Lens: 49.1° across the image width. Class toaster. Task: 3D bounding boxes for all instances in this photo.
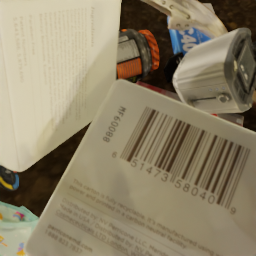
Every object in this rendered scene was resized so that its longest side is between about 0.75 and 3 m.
[{"bbox_3d":[1.922,-1.204,5.991,1.394,1.227,2.159,-7,40,42],"label":"toaster"}]

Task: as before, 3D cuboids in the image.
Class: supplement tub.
[{"bbox_3d":[-0.425,-1.766,7.447,2.286,1.400,1.400,-20,61,-13],"label":"supplement tub"}]

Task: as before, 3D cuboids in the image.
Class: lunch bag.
[{"bbox_3d":[-2.485,2.166,4.961,1.860,1.134,1.584,9,89,9],"label":"lunch bag"}]

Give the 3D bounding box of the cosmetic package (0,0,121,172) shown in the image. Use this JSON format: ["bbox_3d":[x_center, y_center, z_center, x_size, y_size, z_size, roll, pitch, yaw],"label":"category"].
[{"bbox_3d":[-1.752,-1.180,4.669,2.262,2.264,2.744,18,31,21],"label":"cosmetic package"}]

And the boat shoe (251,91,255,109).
[{"bbox_3d":[3.517,-0.668,6.934,1.777,0.633,0.573,22,96,-14],"label":"boat shoe"}]

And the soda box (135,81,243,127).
[{"bbox_3d":[1.237,-0.154,6.702,2.697,0.855,0.944,20,49,12],"label":"soda box"}]

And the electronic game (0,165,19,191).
[{"bbox_3d":[-2.631,1.006,6.035,0.160,0.770,0.770,-31,62,6],"label":"electronic game"}]

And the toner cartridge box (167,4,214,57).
[{"bbox_3d":[2.056,-2.530,8.353,1.365,0.620,2.873,-4,59,-2],"label":"toner cartridge box"}]

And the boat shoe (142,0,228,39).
[{"bbox_3d":[1.458,-3.113,7.767,2.760,0.977,0.957,38,98,3],"label":"boat shoe"}]

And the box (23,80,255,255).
[{"bbox_3d":[0.563,1.351,4.693,2.876,2.476,2.890,24,74,13],"label":"box"}]

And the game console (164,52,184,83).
[{"bbox_3d":[1.386,-1.233,7.531,0.177,0.866,1.468,-10,78,-25],"label":"game console"}]
